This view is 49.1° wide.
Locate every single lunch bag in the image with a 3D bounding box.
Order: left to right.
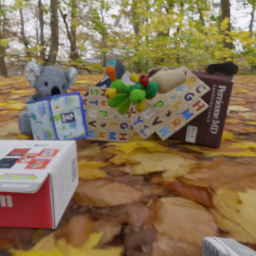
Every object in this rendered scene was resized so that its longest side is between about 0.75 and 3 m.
[{"bbox_3d":[-2.261,-0.295,9.221,1.809,1.538,1.153,-8,8,14],"label":"lunch bag"}]

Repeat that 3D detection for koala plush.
[{"bbox_3d":[-3.091,-1.194,10.961,2.338,2.636,2.423,1,15,-25],"label":"koala plush"}]

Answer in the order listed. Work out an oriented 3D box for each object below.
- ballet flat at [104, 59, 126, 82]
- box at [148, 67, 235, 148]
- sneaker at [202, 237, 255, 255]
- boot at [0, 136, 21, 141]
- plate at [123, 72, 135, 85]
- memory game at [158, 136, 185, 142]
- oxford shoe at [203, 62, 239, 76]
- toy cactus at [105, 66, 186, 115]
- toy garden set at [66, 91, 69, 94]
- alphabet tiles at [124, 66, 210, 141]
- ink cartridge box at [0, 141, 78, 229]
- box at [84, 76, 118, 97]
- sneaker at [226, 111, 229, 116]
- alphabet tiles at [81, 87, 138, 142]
[{"bbox_3d":[-0.840,-1.619,12.556,1.077,2.949,1.077,20,-9,4],"label":"ballet flat"},{"bbox_3d":[2.260,-0.919,10.458,2.838,2.355,2.331,12,17,19],"label":"box"},{"bbox_3d":[1.658,1.874,3.675,0.642,0.585,1.566,-5,15,-20],"label":"sneaker"},{"bbox_3d":[-3.912,0.632,8.686,1.386,0.523,1.582,-7,17,-25],"label":"boot"},{"bbox_3d":[0.081,-1.520,13.532,1.707,1.711,0.276,38,0,-8],"label":"plate"},{"bbox_3d":[1.772,0.338,10.683,1.304,0.083,1.304,0,14,0],"label":"memory game"},{"bbox_3d":[3.274,-2.122,9.907,1.310,0.467,0.467,2,17,-14],"label":"oxford shoe"},{"bbox_3d":[0.427,-1.178,7.686,2.209,1.369,2.678,-20,1,-2],"label":"toy cactus"},{"bbox_3d":[-2.694,-1.641,14.935,2.107,0.504,2.527,23,6,-4],"label":"toy garden set"},{"bbox_3d":[1.119,-0.815,8.604,2.500,0.079,2.081,-37,58,-2],"label":"alphabet tiles"},{"bbox_3d":[-2.622,1.112,5.463,2.756,1.155,2.419,1,15,4],"label":"ink cartridge box"},{"bbox_3d":[-1.290,-1.198,11.414,1.761,0.437,1.748,-25,39,40],"label":"box"},{"bbox_3d":[4.763,-0.994,14.681,0.745,0.679,1.816,-4,14,-15],"label":"sneaker"},{"bbox_3d":[-0.691,-0.476,10.023,2.277,1.895,0.072,4,0,-4],"label":"alphabet tiles"}]
